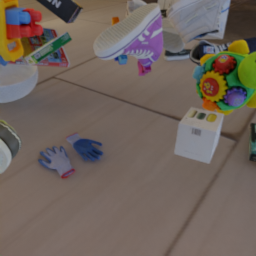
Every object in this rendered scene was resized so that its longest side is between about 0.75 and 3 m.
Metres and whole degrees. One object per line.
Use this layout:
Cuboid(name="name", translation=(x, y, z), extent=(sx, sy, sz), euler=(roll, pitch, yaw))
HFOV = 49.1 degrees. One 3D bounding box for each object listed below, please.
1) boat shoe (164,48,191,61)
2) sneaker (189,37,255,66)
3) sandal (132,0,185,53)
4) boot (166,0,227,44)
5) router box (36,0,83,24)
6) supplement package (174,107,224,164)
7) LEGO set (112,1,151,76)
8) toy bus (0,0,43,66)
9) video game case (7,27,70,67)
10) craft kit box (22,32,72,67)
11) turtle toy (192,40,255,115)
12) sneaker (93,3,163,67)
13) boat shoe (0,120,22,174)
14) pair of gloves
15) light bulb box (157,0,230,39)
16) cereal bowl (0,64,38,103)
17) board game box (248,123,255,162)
Cuboid(name="boat shoe", translation=(2.581, -3.777, 13.969), extent=(1.694, 0.601, 0.611), euler=(-17, 38, -22))
Cuboid(name="sneaker", translation=(3.034, -2.406, 8.807), extent=(2.257, 0.791, 1.224), euler=(-8, -12, 41))
Cuboid(name="sandal", translation=(1.213, -3.951, 10.608), extent=(1.108, 2.722, 0.669), euler=(-16, 45, 53))
Cuboid(name="boot", translation=(2.253, -3.149, 7.765), extent=(2.368, 1.132, 0.871), euler=(-28, 1, -13))
Cuboid(name="router box", translation=(-2.821, -4.575, 9.277), extent=(2.638, 0.689, 2.074), euler=(34, 15, -17))
Cuboid(name="supplement package", translation=(1.523, 0.126, 5.968), extent=(0.753, 0.748, 0.993), euler=(15, 28, 21))
Cuboid(name="LEGO set", translation=(-0.079, -2.497, 8.402), extent=(0.890, 0.957, 2.333), euler=(-8, 74, -12))
Cuboid(name="toy bus", translation=(-2.681, -1.897, 5.651), extent=(1.815, 1.891, 1.283), euler=(7, 29, -5))
Cuboid(name="video game case", translation=(-3.668, -2.985, 9.985), extent=(2.773, 0.242, 1.983), euler=(-5, 56, -34))
Cuboid(name="craft kit box", translation=(-2.622, -2.492, 8.956), extent=(1.365, 0.331, 1.348), euler=(-43, 29, -22))
Cuboid(name="turtle toy", translation=(2.406, -1.122, 6.504), extent=(1.146, 1.653, 2.268), euler=(-21, 2, -35))
Cuboid(name="sneaker", translation=(0.178, -1.696, 5.978), extent=(0.772, 1.214, 2.129), euler=(15, 46, 36))
Cuboid(name="boat shoe", translation=(-2.106, 0.193, 4.182), extent=(2.324, 0.831, 0.695), euler=(-11, 26, 49))
Cuboid(name="pair of gloves", translation=(-1.589, 0.726, 7.921), extent=(1.740, 0.198, 1.399), euler=(-27, 45, -32))
Cuboid(name="light bulb box", translation=(2.242, -4.313, 9.439), extent=(2.221, 2.241, 1.398), euler=(-3, 17, -39))
Cuboid(name="cereal bowl", translation=(-4.749, -1.751, 10.498), extent=(2.688, 1.120, 2.688), euler=(5, 40, -4))
Cuboid(name="board game box", translation=(4.170, 0.465, 8.078), extent=(1.266, 0.264, 1.872), euler=(11, 32, 19))
